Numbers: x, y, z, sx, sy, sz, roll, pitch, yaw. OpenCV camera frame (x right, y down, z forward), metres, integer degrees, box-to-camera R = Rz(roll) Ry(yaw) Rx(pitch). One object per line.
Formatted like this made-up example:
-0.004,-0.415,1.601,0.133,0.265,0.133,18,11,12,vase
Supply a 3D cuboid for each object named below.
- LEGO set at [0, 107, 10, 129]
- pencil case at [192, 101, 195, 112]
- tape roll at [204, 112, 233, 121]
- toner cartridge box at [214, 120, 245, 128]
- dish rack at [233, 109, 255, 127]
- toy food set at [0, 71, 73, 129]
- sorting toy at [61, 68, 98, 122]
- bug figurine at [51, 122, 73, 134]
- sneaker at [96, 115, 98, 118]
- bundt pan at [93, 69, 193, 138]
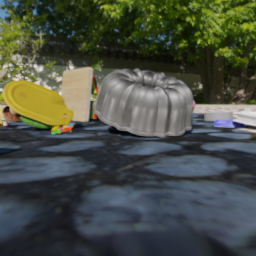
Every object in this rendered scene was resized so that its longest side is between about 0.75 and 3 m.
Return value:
-4.132,-0.317,9.586,0.550,0.679,1.477,11,3,-22,LEGO set
2.798,-1.127,14.768,1.198,1.146,2.769,-3,3,21,pencil case
4.005,-0.518,12.425,1.205,0.398,1.205,-1,5,0,tape roll
3.579,-0.146,9.893,0.994,0.215,0.472,3,6,26,toner cartridge box
4.793,-0.290,9.130,2.165,0.471,1.858,1,9,-24,dish rack
-3.107,-0.644,8.785,2.661,0.869,1.566,23,38,-22,toy food set
-2.160,-1.447,12.703,0.796,2.273,2.287,4,2,-40,sorting toy
-1.820,0.021,7.839,0.613,0.203,0.790,-15,12,-3,bug figurine
-1.030,-1.014,14.456,2.794,0.990,1.158,-6,14,-24,sneaker
0.501,-0.909,8.030,2.990,1.122,2.990,7,25,-3,bundt pan
